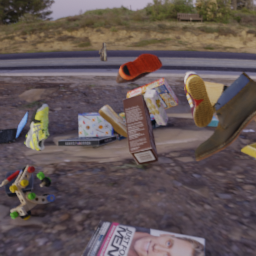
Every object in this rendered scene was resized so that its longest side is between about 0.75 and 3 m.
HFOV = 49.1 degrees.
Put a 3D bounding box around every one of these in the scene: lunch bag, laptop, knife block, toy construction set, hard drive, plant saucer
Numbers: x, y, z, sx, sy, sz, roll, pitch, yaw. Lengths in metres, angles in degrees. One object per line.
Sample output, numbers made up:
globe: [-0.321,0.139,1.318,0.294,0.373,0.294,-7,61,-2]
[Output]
lunch bag: [-1.476,-0.046,13.276,1.558,1.325,0.965,0,8,10]
laptop: [-5.921,-0.046,13.824,2.010,1.038,1.781,-6,22,-15]
knife block: [3.490,-1.412,10.673,0.687,1.884,2.146,7,55,-39]
toy construction set: [-3.287,1.987,8.524,1.717,1.432,1.320,11,35,31]
hard drive: [-3.840,1.925,9.912,0.948,0.297,1.406,-8,23,-19]
plant saucer: [5.907,0.976,12.250,1.317,0.319,1.317,-12,25,-28]

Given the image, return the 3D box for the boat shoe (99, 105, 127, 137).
boat shoe: [-0.353,-0.236,8.977,0.435,1.258,0.464,-51,12,-28]

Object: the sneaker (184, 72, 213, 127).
sneaker: [2.293,-0.943,9.163,0.709,1.892,0.852,-15,28,6]

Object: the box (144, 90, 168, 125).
box: [1.007,-0.689,9.823,0.350,1.690,0.327,9,62,29]

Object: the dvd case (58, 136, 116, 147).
dvd case: [-1.344,0.446,9.666,1.419,0.234,1.888,-2,1,14]

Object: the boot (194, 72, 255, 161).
boot: [2.809,-0.292,8.222,1.374,2.836,1.059,51,17,7]

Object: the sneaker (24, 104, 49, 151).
sneaker: [-2.512,-0.004,8.127,0.565,1.479,0.558,27,25,10]

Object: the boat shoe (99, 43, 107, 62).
boat shoe: [-1.166,-3.477,12.818,0.356,0.362,0.972,-5,66,0]

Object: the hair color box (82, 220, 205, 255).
hair color box: [0.390,3.046,6.471,2.628,0.795,1.314,6,23,14]

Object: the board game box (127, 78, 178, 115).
board game box: [1.107,-1.331,12.806,1.891,1.432,0.438,-19,43,26]

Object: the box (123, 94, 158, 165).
box: [0.322,0.039,7.548,0.633,0.846,1.690,-13,58,12]

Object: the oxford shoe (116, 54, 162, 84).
oxford shoe: [0.488,-2.743,13.097,2.647,0.942,0.960,-24,-9,-35]

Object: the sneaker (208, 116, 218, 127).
sneaker: [4.331,-0.430,15.534,1.241,0.494,0.810,9,24,-2]

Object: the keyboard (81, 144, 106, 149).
keyboard: [-1.535,0.786,12.907,1.405,0.278,0.731,-8,9,-31]

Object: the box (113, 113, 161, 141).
box: [0.023,-0.247,14.954,2.939,0.554,2.007,-18,28,-37]
